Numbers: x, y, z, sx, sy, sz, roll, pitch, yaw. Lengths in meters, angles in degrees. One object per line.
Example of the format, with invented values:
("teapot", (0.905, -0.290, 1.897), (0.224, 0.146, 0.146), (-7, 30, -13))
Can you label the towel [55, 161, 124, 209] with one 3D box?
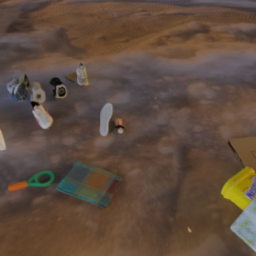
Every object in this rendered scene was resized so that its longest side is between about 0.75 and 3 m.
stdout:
("towel", (-1.247, 1.793, 9.186), (1.853, 0.201, 1.359), (15, 43, 17))

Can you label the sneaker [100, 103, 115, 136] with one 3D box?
("sneaker", (-0.770, -0.346, 10.989), (0.449, 1.269, 0.629), (12, 9, 21))

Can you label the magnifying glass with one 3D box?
("magnifying glass", (-3.176, 1.785, 9.233), (1.441, 0.161, 0.574), (-15, 43, -16))

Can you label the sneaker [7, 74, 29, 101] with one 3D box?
("sneaker", (-5.231, -1.784, 13.113), (0.873, 0.789, 2.049), (-13, 33, 0))

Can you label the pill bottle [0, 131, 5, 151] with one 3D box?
("pill bottle", (-5.439, 0.612, 9.908), (1.857, 1.061, 1.061), (-17, 43, -19))

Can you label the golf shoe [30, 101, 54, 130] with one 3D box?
("golf shoe", (-3.573, -0.512, 11.398), (0.590, 0.749, 1.626), (-43, 47, -1))

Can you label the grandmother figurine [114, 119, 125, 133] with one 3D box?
("grandmother figurine", (-0.355, -0.077, 11.360), (0.474, 0.237, 0.781), (-2, 40, -12))

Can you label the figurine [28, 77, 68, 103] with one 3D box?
("figurine", (-3.833, -1.861, 13.160), (1.660, 0.715, 1.620), (-16, 34, -18))

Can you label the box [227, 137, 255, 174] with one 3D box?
("box", (5.167, 1.028, 10.038), (2.529, 0.269, 2.067), (-7, 41, -7))

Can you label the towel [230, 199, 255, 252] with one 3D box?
("towel", (3.589, 2.743, 7.489), (1.106, 0.311, 1.292), (-52, 53, 6))

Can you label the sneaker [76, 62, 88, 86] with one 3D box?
("sneaker", (-2.331, -2.720, 14.051), (0.543, 0.659, 1.434), (-8, 51, -18))

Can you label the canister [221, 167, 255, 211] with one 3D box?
("canister", (3.909, 2.120, 8.395), (1.276, 0.744, 1.718), (-26, 48, -27))

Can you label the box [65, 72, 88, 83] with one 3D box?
("box", (-2.670, -2.671, 14.536), (0.772, 0.100, 0.944), (30, 49, 31))
